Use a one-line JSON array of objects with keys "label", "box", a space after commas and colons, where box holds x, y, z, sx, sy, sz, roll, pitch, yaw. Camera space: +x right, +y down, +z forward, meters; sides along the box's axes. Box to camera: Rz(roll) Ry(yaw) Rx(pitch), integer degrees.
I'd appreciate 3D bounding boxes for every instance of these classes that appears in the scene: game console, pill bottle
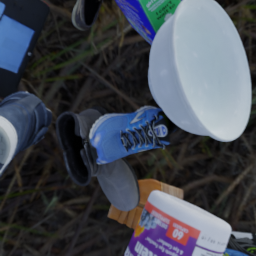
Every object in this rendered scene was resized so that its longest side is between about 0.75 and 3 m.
[{"label": "game console", "box": [-2.774, -1.827, 5.586, 0.361, 2.057, 2.326, 33, 100, 36]}, {"label": "pill bottle", "box": [0.526, 2.435, 4.480, 1.403, 1.403, 2.518, 23, 84, 3]}]

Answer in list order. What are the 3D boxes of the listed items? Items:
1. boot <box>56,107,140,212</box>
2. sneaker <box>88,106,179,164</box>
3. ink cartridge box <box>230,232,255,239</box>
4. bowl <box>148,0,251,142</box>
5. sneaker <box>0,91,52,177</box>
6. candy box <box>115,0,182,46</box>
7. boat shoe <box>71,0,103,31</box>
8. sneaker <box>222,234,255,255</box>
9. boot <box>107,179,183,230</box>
[{"label": "boot", "box": [-0.674, 0.904, 6.114, 0.962, 1.815, 2.757, -24, 96, 17]}, {"label": "sneaker", "box": [0.230, 0.048, 5.798, 2.420, 1.079, 0.950, -26, 107, -41]}, {"label": "ink cartridge box", "box": [2.766, 3.008, 6.478, 0.261, 1.185, 1.207, 57, 48, -22]}, {"label": "bowl", "box": [1.267, -1.019, 5.549, 2.730, 1.227, 2.730, 10, 75, -43]}, {"label": "sneaker", "box": [-2.654, 0.461, 5.669, 1.076, 2.046, 2.831, 40, 116, -13]}, {"label": "candy box", "box": [0.403, -2.741, 6.190, 0.873, 2.265, 1.915, -42, 60, 8]}, {"label": "boat shoe", "box": [-0.788, -3.105, 6.460, 0.644, 0.634, 1.729, 1, 111, -38]}, {"label": "sneaker", "box": [2.405, 2.291, 5.096, 0.700, 1.689, 0.599, -45, 108, -27]}, {"label": "boot", "box": [0.381, 2.722, 7.882, 1.985, 0.945, 2.566, 11, 70, 0]}]
